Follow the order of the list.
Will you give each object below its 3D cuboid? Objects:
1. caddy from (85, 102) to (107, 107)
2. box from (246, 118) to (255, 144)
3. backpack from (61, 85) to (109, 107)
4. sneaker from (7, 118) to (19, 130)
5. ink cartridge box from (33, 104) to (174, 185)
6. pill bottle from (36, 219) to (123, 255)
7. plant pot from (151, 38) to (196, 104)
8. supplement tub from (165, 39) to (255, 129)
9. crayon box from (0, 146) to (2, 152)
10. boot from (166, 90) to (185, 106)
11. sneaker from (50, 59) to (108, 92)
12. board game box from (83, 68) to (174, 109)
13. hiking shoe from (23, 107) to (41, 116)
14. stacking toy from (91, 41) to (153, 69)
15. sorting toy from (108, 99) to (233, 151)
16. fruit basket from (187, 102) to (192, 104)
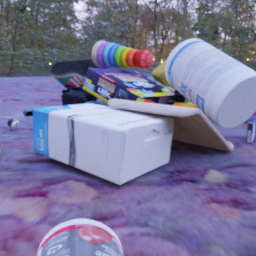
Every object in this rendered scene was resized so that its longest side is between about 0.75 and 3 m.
[{"bbox_3d":[-1.401,-0.443,10.190,1.355,1.006,1.917,10,16,31],"label":"caddy"},{"bbox_3d":[3.897,0.066,8.822,0.172,0.642,1.060,7,15,32],"label":"box"},{"bbox_3d":[-1.685,-1.077,12.218,1.726,1.309,2.068,22,21,28],"label":"backpack"},{"bbox_3d":[-4.190,-0.156,10.082,0.342,0.338,0.861,28,-3,-14],"label":"sneaker"},{"bbox_3d":[-0.618,0.183,6.758,2.786,1.196,2.040,15,16,35],"label":"ink cartridge box"},{"bbox_3d":[-0.399,1.509,2.185,0.889,0.889,1.607,-2,13,-7],"label":"pill bottle"},{"bbox_3d":[2.504,-2.150,11.806,2.534,2.550,2.609,-39,-2,19],"label":"plant pot"},{"bbox_3d":[2.110,-1.199,7.155,1.495,1.495,2.265,-7,39,-27],"label":"supplement tub"},{"bbox_3d":[-4.451,0.534,7.000,2.281,0.579,1.448,-5,14,-21],"label":"crayon box"},{"bbox_3d":[1.663,-1.101,9.201,0.479,0.952,1.274,20,2,15],"label":"boot"},{"bbox_3d":[-2.016,-2.202,12.835,2.727,1.140,1.647,6,-23,17],"label":"sneaker"},{"bbox_3d":[0.278,-1.297,10.039,2.410,0.827,2.916,33,25,28],"label":"board game box"},{"bbox_3d":[-4.316,-0.695,12.840,0.923,0.343,0.400,-18,28,-27],"label":"hiking shoe"},{"bbox_3d":[-0.147,-2.703,10.626,2.501,1.068,1.068,15,19,33],"label":"stacking toy"},{"bbox_3d":[1.210,-0.161,7.508,2.581,0.509,2.789,12,-12,41],"label":"sorting toy"},{"bbox_3d":[1.972,-0.397,8.553,0.927,0.469,1.000,-15,41,46],"label":"fruit basket"}]
